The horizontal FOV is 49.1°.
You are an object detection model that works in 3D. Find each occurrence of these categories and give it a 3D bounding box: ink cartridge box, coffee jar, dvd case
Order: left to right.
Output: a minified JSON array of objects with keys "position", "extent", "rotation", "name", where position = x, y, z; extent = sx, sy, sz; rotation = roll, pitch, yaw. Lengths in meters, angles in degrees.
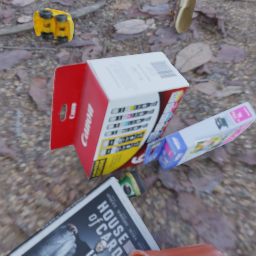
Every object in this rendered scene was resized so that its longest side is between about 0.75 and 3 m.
[{"position":[-0.768,2.497,5.483],"extent":[2.629,0.325,1.975],"rotation":[-34,94,-32],"name":"dvd case"},{"position":[-0.381,-0.138,6.391],"extent":[2.471,2.815,1.180],"rotation":[-14,56,-27],"name":"ink cartridge box"},{"position":[-0.183,1.533,6.849],"extent":[1.193,0.509,0.622],"rotation":[-24,92,-17],"name":"coffee jar"},{"position":[1.699,0.351,7.025],"extent":[2.659,1.586,0.558],"rotation":[-20,69,-10],"name":"ink cartridge box"}]

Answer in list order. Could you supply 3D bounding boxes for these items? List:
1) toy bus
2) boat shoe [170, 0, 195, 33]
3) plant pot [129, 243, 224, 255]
[{"position":[-2.659,-4.048,10.798],"extent":[1.462,0.992,1.403],"rotation":[14,39,7],"name":"toy bus"},{"position":[2.110,-4.646,11.365],"extent":[0.793,0.795,2.203],"rotation":[-2,59,37],"name":"boat shoe"},{"position":[1.004,2.926,5.173],"extent":[1.586,1.631,1.631],"rotation":[-3,51,-28],"name":"plant pot"}]
